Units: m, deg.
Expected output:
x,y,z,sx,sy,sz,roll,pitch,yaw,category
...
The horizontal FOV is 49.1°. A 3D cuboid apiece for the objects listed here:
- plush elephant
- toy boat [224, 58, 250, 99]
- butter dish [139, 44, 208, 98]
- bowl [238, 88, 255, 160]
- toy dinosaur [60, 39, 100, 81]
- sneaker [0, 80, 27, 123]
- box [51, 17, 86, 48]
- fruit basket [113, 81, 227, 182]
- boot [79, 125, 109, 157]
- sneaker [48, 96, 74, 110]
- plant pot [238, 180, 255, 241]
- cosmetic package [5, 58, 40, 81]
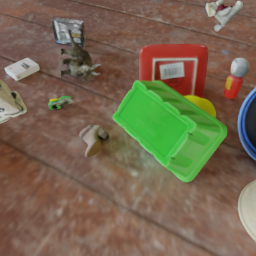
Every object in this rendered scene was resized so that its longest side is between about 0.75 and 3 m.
x,y,z,sx,sy,sz,roll,pitch,yaw,category
2.003,-2.549,6.029,0.581,0.750,0.618,48,30,2,plush elephant
4.359,-1.137,8.695,2.447,1.353,2.911,-17,39,-40,toy boat
1.409,-1.892,9.355,2.104,2.098,1.555,-1,32,1,butter dish
4.216,-0.138,7.307,2.592,2.592,0.509,11,14,11,bowl
-1.909,-2.516,10.727,1.345,1.013,2.631,3,37,-16,toy dinosaur
-2.444,-0.331,4.901,0.982,0.602,1.509,-29,8,-8,sneaker
-2.520,-4.082,11.985,1.353,1.067,0.337,12,47,10,box
1.364,-0.079,7.895,2.918,2.105,2.918,32,13,-8,fruit basket
-1.113,0.338,8.214,0.802,0.385,1.096,23,49,29,boot
-2.219,-0.805,9.358,0.866,0.338,0.369,-16,55,-3,sneaker
3.712,1.449,6.007,2.094,1.917,2.094,0,46,0,plant pot
-4.071,-2.277,10.794,0.767,0.263,1.017,32,54,31,cosmetic package
